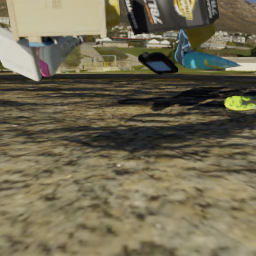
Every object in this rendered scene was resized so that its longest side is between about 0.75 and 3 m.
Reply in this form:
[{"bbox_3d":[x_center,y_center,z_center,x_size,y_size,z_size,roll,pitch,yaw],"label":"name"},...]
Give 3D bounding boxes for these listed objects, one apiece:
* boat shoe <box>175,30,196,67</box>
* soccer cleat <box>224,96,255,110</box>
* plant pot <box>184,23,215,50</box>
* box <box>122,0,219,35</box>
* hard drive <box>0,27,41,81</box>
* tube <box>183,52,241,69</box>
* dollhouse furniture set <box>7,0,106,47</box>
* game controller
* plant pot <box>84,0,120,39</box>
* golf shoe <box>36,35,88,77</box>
[{"bbox_3d":[2.441,-3.263,10.950,0.883,2.099,0.720,-23,63,-9],"label":"boat shoe"},{"bbox_3d":[4.760,-0.931,11.094,1.889,0.611,0.790,-3,-17,5],"label":"soccer cleat"},{"bbox_3d":[2.011,-2.938,8.037,0.776,0.879,0.880,-18,-19,18],"label":"plant pot"},{"bbox_3d":[0.544,-2.602,4.858,1.785,1.798,0.447,11,43,43],"label":"box"},{"bbox_3d":[-3.062,-2.001,7.734,1.183,0.239,1.794,24,-20,-3],"label":"hard drive"},{"bbox_3d":[2.490,-2.081,8.753,0.892,0.581,2.305,1,14,-15],"label":"tube"},{"bbox_3d":[-1.222,-2.615,5.144,1.463,2.117,2.243,-4,23,-6],"label":"dollhouse furniture set"},{"bbox_3d":[1.199,-2.443,10.770,1.062,0.429,2.036,12,0,28],"label":"game controller"},{"bbox_3d":[-1.072,-3.702,8.900,1.488,1.582,1.582,-11,15,-6],"label":"plant pot"},{"bbox_3d":[-1.600,-2.342,7.142,1.153,2.520,0.949,5,-30,-1],"label":"golf shoe"}]
